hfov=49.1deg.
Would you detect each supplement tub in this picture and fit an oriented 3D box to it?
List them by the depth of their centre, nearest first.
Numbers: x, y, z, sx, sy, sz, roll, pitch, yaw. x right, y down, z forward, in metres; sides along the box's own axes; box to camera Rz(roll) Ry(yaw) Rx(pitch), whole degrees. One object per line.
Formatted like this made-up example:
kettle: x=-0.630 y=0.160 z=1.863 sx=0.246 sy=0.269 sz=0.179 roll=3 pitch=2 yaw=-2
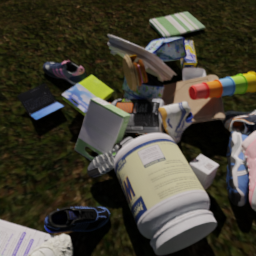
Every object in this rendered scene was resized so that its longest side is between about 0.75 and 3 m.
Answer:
supplement tub: x=0.990 y=1.834 z=8.090 sx=2.114 sy=2.114 sz=2.916 roll=-17 pitch=53 yaw=-13
supplement tub: x=0.217 y=-0.408 z=10.347 sx=2.161 sy=1.324 sz=1.324 roll=2 pitch=49 yaw=16

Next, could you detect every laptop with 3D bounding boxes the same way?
laptop: x=-3.528 y=-1.079 z=11.314 sx=1.299 sy=0.757 sz=1.466 roll=-31 pitch=87 yaw=-26

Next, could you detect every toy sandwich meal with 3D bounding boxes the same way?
toy sandwich meal: x=0.224 y=-2.004 z=10.089 sx=0.518 sy=1.513 sz=1.513 roll=-15 pitch=52 yaw=-8

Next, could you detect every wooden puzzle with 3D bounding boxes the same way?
wooden puzzle: x=2.403 y=-1.028 z=11.266 sx=2.621 sy=0.488 sz=2.424 roll=-6 pitch=49 yaw=16

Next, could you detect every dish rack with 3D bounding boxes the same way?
dish rack: x=0.533 y=-2.806 z=11.845 sx=2.506 sy=2.920 sz=0.636 roll=31 pitch=98 yaw=30

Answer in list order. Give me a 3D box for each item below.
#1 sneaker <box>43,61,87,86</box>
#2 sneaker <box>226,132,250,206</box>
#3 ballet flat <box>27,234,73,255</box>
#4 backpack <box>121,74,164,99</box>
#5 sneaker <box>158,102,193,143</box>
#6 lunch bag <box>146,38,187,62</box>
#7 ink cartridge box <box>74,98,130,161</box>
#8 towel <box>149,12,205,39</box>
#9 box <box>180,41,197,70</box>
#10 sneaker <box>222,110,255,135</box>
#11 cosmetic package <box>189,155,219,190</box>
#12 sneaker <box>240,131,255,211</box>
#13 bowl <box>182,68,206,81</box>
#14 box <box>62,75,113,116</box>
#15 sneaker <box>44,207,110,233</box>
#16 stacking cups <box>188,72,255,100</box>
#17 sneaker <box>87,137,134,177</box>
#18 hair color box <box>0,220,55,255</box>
sneaker: x=-2.879 y=-2.693 z=12.573 sx=2.388 sy=0.979 sz=0.838 roll=21 pitch=51 yaw=18
sneaker: x=3.853 y=1.266 z=9.254 sx=1.081 sy=1.063 sz=2.808 roll=9 pitch=52 yaw=14
ballet flat: x=-2.448 y=3.572 z=6.659 sx=2.608 sy=0.936 sz=0.936 roll=-36 pitch=58 yaw=-15
backpack: x=0.626 y=-1.491 z=11.253 sx=1.409 sy=1.131 sz=1.540 roll=-3 pitch=24 yaw=-33
sneaker: x=1.744 y=-0.093 z=9.540 sx=1.044 sy=2.368 sz=0.891 roll=-20 pitch=67 yaw=6
lunch bag: x=1.555 y=-3.529 z=12.875 sx=1.723 sy=1.098 sz=1.465 roll=-20 pitch=18 yaw=-16
ink cartridge box: x=-0.949 y=0.179 z=9.880 sx=1.517 sy=2.085 sz=0.500 roll=29 pitch=22 yaw=23
towel: x=2.673 y=-5.691 z=15.534 sx=2.512 sy=0.294 sz=1.916 roll=-19 pitch=53 yaw=-16
box: x=2.858 y=-3.450 z=13.475 sx=0.635 sy=0.582 sz=1.811 roll=2 pitch=51 yaw=2
sneaker: x=4.690 y=-0.172 z=10.591 sx=2.134 sy=0.837 sz=0.847 roll=-4 pitch=42 yaw=5
cosmetic package: x=2.301 y=1.440 z=8.825 sx=0.682 sy=0.820 sz=0.686 roll=32 pitch=41 yaw=33
sneaker: x=3.972 y=1.181 z=8.420 sx=0.968 sy=1.345 sz=2.573 roll=25 pitch=83 yaw=-25
bowl: x=2.932 y=-2.231 z=12.597 sx=1.038 sy=0.387 sz=1.036 roll=5 pitch=51 yaw=3
box: x=-1.644 y=-1.282 z=11.297 sx=1.231 sy=0.481 sz=2.019 roll=37 pitch=44 yaw=7
sneaker: x=-1.413 y=2.626 z=8.115 sx=1.955 sy=0.762 sz=0.686 roll=-4 pitch=60 yaw=-22
stacking cups: x=3.595 y=-1.586 z=10.567 sx=2.729 sy=0.826 sz=0.826 roll=-9 pitch=51 yaw=-18
sneaker: x=-0.356 y=1.215 z=9.409 sx=1.928 sy=1.113 sz=0.723 roll=-35 pitch=47 yaw=6
hair color box: x=-3.063 y=3.431 z=7.660 sx=2.391 sy=0.775 sz=1.307 roll=12 pitch=55 yaw=11
